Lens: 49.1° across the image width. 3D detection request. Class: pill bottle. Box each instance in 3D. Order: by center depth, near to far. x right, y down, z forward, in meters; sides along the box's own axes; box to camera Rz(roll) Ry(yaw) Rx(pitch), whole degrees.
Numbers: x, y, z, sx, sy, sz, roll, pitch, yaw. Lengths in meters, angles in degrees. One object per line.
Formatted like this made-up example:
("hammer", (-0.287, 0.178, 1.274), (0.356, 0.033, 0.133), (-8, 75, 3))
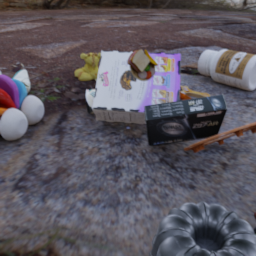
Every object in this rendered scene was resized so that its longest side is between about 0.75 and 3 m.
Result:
("pill bottle", (4.894, -2.912, 13.554), (1.607, 1.607, 2.810), (-23, 36, -36))

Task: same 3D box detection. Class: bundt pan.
("bundt pan", (1.448, 2.167, 5.153), (2.118, 0.795, 2.118), (-1, 29, 0))

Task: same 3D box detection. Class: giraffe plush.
("giraffe plush", (-1.940, -3.195, 14.325), (1.682, 1.364, 1.451), (25, 38, 38))

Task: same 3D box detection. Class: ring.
("ring", (2.756, 0.265, 7.706), (2.496, 0.239, 2.496), (-18, -11, -4))

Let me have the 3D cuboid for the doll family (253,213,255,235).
("doll family", (2.879, 2.157, 5.517), (0.709, 0.481, 1.227), (-1, 31, -12))

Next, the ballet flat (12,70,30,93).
("ballet flat", (-4.853, -1.690, 12.284), (0.943, 0.943, 2.715), (5, 33, 8))

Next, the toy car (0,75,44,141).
("toy car", (-4.276, -0.813, 9.443), (2.198, 1.884, 2.512), (6, 29, 13))

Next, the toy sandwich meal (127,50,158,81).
("toy sandwich meal", (0.439, -1.810, 8.034), (0.959, 0.959, 0.328), (-16, 6, -27))

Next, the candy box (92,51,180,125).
("candy box", (0.346, -1.420, 9.939), (2.887, 1.033, 2.422), (4, 67, 5))

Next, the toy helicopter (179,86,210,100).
("toy helicopter", (2.534, -1.480, 11.930), (1.896, 0.748, 1.254), (14, 28, 9))

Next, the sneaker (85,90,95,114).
("sneaker", (-1.281, -1.151, 11.349), (0.842, 0.634, 1.801), (-9, 27, -4))

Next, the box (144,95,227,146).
("box", (1.589, -0.159, 8.113), (2.161, 1.731, 0.470), (-8, 62, 3))
